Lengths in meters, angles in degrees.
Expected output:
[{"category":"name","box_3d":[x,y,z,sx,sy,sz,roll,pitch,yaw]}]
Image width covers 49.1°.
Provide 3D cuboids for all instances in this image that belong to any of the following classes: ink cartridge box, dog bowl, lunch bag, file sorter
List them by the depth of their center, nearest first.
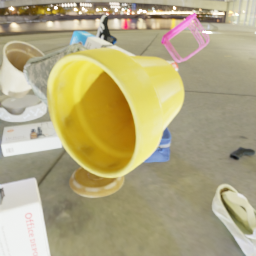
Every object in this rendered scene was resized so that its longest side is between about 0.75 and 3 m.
[{"category":"ink cartridge box","box_3d":[-2.964,2.201,5.788,2.350,1.734,1.006,-10,28,-21]},{"category":"file sorter","box_3d":[1.521,-2.320,7.514,0.935,0.844,1.346,-35,6,10]},{"category":"lunch bag","box_3d":[-1.737,-1.409,8.005,2.148,1.801,1.496,-5,48,38]},{"category":"lunch bag","box_3d":[0.915,0.439,10.164,1.122,1.093,1.652,-3,25,-6]},{"category":"ink cartridge box","box_3d":[-1.042,-2.282,10.654,2.533,1.849,1.068,27,20,7]},{"category":"dog bowl","box_3d":[-5.186,-1.065,13.702,2.522,0.739,2.522,0,25,0]}]

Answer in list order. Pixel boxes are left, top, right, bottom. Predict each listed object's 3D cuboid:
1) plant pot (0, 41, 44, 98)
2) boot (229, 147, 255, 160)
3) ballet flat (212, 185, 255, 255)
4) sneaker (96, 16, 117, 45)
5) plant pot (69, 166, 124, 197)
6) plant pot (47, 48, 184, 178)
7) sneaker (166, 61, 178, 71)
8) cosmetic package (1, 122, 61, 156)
[{"category":"plant pot","box_3d":[-4.138,-2.062,10.699,1.774,1.624,1.774,28,40,-26]},{"category":"boot","box_3d":[4.108,0.950,10.064,0.635,0.253,0.771,10,21,44]},{"category":"ballet flat","box_3d":[2.889,2.304,6.469,0.974,0.974,2.806,-9,27,-18]},{"category":"sneaker","box_3d":[-0.804,-3.820,11.401,0.836,1.495,0.546,12,-11,10]},{"category":"plant pot","box_3d":[-0.996,1.552,8.865,1.727,0.237,1.727,0,26,0]},{"category":"plant pot","box_3d":[-0.053,-0.597,6.562,2.695,2.695,2.535,20,33,35]},{"category":"sneaker","box_3d":[1.635,-2.739,12.661,1.112,0.837,2.379,-18,4,15]},{"category":"cosmetic package","box_3d":[-3.770,0.366,10.992,2.082,0.538,1.570,-9,24,-17]}]
